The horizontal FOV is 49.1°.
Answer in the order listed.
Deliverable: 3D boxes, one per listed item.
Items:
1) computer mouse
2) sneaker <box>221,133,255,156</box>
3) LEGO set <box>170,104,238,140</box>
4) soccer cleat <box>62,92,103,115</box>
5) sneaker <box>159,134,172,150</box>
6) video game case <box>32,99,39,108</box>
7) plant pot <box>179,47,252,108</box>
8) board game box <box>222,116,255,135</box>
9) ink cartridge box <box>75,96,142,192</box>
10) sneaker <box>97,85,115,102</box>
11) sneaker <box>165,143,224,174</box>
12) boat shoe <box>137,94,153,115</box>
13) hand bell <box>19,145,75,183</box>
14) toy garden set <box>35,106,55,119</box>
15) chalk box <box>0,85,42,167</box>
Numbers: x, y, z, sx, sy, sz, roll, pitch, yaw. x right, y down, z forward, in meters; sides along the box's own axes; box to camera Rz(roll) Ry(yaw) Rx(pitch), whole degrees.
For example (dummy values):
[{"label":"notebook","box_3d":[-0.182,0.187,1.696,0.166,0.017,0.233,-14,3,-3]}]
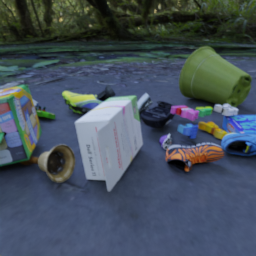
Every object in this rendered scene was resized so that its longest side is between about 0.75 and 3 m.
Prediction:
[{"label":"computer mouse","box_3d":[1.619,-0.355,10.908,1.821,0.597,2.594,16,23,19]},{"label":"sneaker","box_3d":[3.989,0.560,8.438,2.241,0.739,0.879,0,16,16]},{"label":"LEGO set","box_3d":[2.929,-0.144,10.063,2.839,1.083,1.165,-6,25,-31]},{"label":"soccer cleat","box_3d":[-1.923,-1.119,12.328,2.579,0.834,1.079,27,62,37]},{"label":"sneaker","box_3d":[1.222,0.507,9.411,0.409,0.395,0.980,-11,10,18]},{"label":"video game case","box_3d":[-4.526,-1.263,12.369,1.148,0.288,1.266,35,-10,-12]},{"label":"plant pot","box_3d":[4.328,-2.180,13.473,2.734,2.734,2.596,-15,38,-33]},{"label":"board game box","box_3d":[4.882,0.077,10.083,2.396,0.539,1.822,0,22,0]},{"label":"ink cartridge box","box_3d":[-0.527,0.308,7.814,0.991,1.724,2.944,-1,20,20]},{"label":"sneaker","box_3d":[-1.198,-1.597,13.901,1.032,0.594,1.979,-33,16,1]},{"label":"sneaker","box_3d":[1.911,0.930,8.015,1.680,0.652,0.941,-6,24,14]},{"label":"boat shoe","box_3d":[0.653,-0.904,12.309,0.662,0.673,1.867,42,42,-4]},{"label":"hand bell","box_3d":[-2.518,0.921,7.895,1.923,1.001,1.001,1,19,36]},{"label":"toy garden set","box_3d":[-4.548,-0.939,11.377,2.069,0.495,2.482,14,1,33]},{"label":"chalk box","box_3d":[-3.761,0.008,7.932,1.808,1.799,2.906,-13,18,-4]}]
